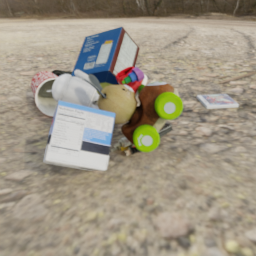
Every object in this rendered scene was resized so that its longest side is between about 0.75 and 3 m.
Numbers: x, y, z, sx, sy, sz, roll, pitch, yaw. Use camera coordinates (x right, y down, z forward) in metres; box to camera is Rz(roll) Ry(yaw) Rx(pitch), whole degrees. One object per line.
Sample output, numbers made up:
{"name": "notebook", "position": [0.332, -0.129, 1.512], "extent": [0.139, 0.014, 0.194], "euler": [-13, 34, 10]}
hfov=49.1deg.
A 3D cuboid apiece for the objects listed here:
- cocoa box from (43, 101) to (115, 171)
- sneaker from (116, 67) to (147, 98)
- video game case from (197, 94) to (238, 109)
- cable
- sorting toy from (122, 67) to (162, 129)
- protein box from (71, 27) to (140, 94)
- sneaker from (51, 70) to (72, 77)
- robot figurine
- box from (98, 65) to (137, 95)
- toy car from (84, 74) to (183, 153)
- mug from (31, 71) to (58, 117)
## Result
{"name": "cocoa box", "position": [-1.351, 0.320, 7.396], "extent": [1.460, 1.437, 2.190], "euler": [12, -11, -15]}
{"name": "sneaker", "position": [-0.226, -1.235, 9.914], "extent": [0.807, 2.060, 1.190], "euler": [20, -7, 43]}
{"name": "video game case", "position": [4.276, -1.295, 13.504], "extent": [1.541, 0.177, 1.404], "euler": [-3, 28, -6]}
{"name": "cable", "position": [0.725, 0.232, 9.704], "extent": [2.738, 0.689, 1.330], "euler": [-29, 5, -37]}
{"name": "sorting toy", "position": [0.385, -0.798, 9.772], "extent": [0.886, 2.574, 0.892], "euler": [-30, 35, -11]}
{"name": "protein box", "position": [-0.922, -2.742, 11.689], "extent": [2.088, 1.419, 2.104], "euler": [-1, 64, 36]}
{"name": "sneaker", "position": [-3.603, -3.046, 16.518], "extent": [1.883, 0.715, 0.855], "euler": [11, 19, 7]}
{"name": "robot figurine", "position": [-1.794, -1.165, 9.589], "extent": [1.847, 1.566, 1.043], "euler": [23, 2, -11]}
{"name": "box", "position": [-0.694, -2.281, 13.076], "extent": [0.875, 0.803, 2.499], "euler": [28, 72, 36]}
{"name": "toy car", "position": [-0.055, -0.807, 7.826], "extent": [2.506, 1.977, 2.058], "euler": [32, 11, -9]}
{"name": "mug", "position": [-3.417, -1.537, 12.934], "extent": [1.679, 2.234, 2.517], "euler": [-49, 34, -2]}
